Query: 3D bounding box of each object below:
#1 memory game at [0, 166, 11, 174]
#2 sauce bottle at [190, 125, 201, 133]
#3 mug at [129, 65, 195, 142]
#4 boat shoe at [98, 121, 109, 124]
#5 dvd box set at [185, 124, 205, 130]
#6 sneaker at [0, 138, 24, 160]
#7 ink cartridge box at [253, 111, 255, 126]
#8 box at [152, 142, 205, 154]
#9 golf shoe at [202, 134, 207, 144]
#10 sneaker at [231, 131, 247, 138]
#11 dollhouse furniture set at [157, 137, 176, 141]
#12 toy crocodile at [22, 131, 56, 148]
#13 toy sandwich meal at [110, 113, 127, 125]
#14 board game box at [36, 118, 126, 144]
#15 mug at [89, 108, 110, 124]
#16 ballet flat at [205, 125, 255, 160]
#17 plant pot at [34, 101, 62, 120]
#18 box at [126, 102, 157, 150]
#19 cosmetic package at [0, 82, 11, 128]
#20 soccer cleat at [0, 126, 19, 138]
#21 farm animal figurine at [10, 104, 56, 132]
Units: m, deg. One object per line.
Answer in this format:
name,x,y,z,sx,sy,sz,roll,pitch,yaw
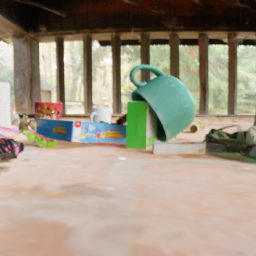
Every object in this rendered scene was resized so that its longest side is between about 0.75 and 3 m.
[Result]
memory game,-2.976,0.903,5.954,0.927,0.059,0.927,0,4,0
sauce bottle,3.572,0.023,14.698,0.446,0.446,1.351,2,6,25
mug,1.253,-0.905,9.545,1.569,2.538,2.085,-33,45,-12
boat shoe,-1.166,-0.018,13.492,0.686,0.574,1.921,1,4,-14
dvd box set,3.511,-0.081,17.047,1.877,0.276,1.373,-1,5,-13
sneaker,-3.029,0.488,6.744,0.743,0.681,1.775,-6,4,0
ink cartridge box,5.316,-0.774,8.967,1.982,2.682,1.016,-1,24,0
box,1.479,0.589,8.224,1.529,0.317,0.296,-1,11,-3
golf shoe,3.086,0.476,9.820,0.608,0.489,1.250,28,22,31
sneaker,3.631,0.433,7.995,1.791,0.671,0.757,3,1,35
dollhouse furniture set,1.420,-0.498,11.374,1.704,1.999,0.976,1,3,27
toy crocodile,-3.017,0.370,9.465,1.187,0.367,0.401,25,5,6
toy sandwich meal,-0.318,-0.334,12.248,1.106,0.379,1.106,-29,8,4
board game box,-1.705,0.110,10.322,2.430,0.693,2.482,5,0,-44
mug,-1.641,-0.483,15.760,1.071,1.272,1.450,3,5,33
ballet flat,3.087,0.370,7.442,0.944,0.944,2.624,-3,6,-31
plant pot,-5.460,-0.971,19.165,1.815,1.653,1.815,2,3,0
box,0.481,-0.123,9.529,0.745,1.540,1.359,3,4,21
cosmetic package,-7.246,-0.825,12.385,2.473,2.471,2.998,3,7,33
soccer cleat,-5.389,0.098,11.872,1.449,0.554,0.483,0,29,-31
farm animal figurine,-4.994,-0.278,14.161,2.511,1.262,2.027,-3,-19,-4
